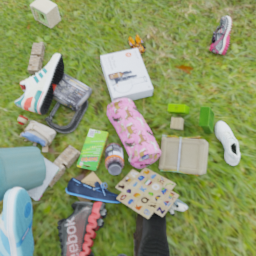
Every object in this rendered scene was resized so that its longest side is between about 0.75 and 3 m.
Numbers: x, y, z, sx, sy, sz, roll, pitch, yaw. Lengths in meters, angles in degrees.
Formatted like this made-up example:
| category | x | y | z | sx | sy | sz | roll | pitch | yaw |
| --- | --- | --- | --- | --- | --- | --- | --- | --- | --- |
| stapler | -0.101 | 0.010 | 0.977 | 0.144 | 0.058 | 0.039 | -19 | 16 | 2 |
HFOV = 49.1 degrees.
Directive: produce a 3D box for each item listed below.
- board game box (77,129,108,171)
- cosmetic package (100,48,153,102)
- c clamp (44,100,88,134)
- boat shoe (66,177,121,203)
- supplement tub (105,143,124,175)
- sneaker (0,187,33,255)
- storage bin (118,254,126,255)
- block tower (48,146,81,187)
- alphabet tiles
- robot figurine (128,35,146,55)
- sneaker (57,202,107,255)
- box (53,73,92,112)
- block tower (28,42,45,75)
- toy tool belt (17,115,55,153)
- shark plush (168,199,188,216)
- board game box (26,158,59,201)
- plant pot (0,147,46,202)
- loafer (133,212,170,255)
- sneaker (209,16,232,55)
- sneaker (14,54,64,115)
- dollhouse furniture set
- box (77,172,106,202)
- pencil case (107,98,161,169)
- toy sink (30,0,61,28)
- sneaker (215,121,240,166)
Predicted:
| category | x | y | z | sx | sy | sz | roll | pitch | yaw |
| --- | --- | --- | --- | --- | --- | --- | --- | --- | --- |
| board game box | -1.367 | 0.850 | 10.870 | 0.786 | 0.247 | 1.645 | 11 | 61 | 11 |
| cosmetic package | -0.103 | -2.294 | 12.273 | 1.760 | 0.603 | 2.335 | -14 | 65 | -10 |
| c clamp | -2.723 | -0.819 | 11.723 | 1.923 | 0.305 | 2.251 | 16 | 61 | 2 |
| boat shoe | -1.161 | 2.165 | 9.766 | 1.964 | 0.826 | 0.674 | 14 | 75 | -6 |
| supplement tub | -0.512 | 1.151 | 10.193 | 0.683 | 0.683 | 1.276 | -4 | 30 | -2 |
| sneaker | -3.994 | 3.045 | 8.532 | 1.909 | 2.924 | 1.163 | 8 | 20 | 6 |
| storage bin | -0.484 | 4.844 | 8.566 | 1.711 | 0.802 | 1.157 | -33 | 68 | -16 |
| block tower | -2.504 | 1.399 | 10.486 | 0.447 | 0.479 | 1.656 | 34 | 67 | 16 |
| alphabet tiles | 0.613 | 2.138 | 9.415 | 1.947 | 0.062 | 1.620 | 25 | 51 | 31 |
| robot figurine | 0.409 | -3.885 | 13.232 | 0.760 | 0.305 | 1.048 | -18 | 65 | -7 |
| sneaker | -1.746 | 3.703 | 8.999 | 1.445 | 1.045 | 2.957 | 15 | 62 | 7 |
| box | -2.478 | -1.517 | 11.754 | 1.504 | 0.363 | 1.191 | 30 | 59 | 9 |
| block tower | -4.181 | -3.158 | 12.788 | 0.476 | 0.445 | 1.648 | 2 | 63 | 0 |
| toy tool belt | -3.641 | 0.256 | 10.735 | 1.566 | 0.978 | 0.962 | 25 | 80 | -7 |
| shark plush | 1.471 | 2.542 | 10.064 | 0.570 | 0.622 | 1.368 | -26 | 45 | -36 |
| board game box | -3.333 | 1.743 | 10.188 | 1.359 | 0.176 | 1.359 | 26 | 76 | 27 |
| plant pot | -3.809 | 1.423 | 9.067 | 1.854 | 1.893 | 1.893 | -7 | 57 | -42 |
| loafer | 0.677 | 3.639 | 8.913 | 1.043 | 1.020 | 2.859 | 22 | 48 | -11 |
| sneaker | 4.378 | -4.441 | 13.207 | 0.803 | 0.867 | 2.150 | 11 | 64 | 8 |
| sneaker | -3.509 | -1.899 | 11.098 | 1.361 | 1.025 | 2.911 | 11 | 62 | 3 |
| dollhouse furniture set | 2.295 | 0.514 | 10.879 | 1.715 | 1.314 | 2.618 | 4 | 81 | 23 |
| box | -1.445 | 2.232 | 10.264 | 1.015 | 0.108 | 0.829 | -37 | 69 | -16 |
| pencil case | 0.166 | 0.154 | 10.757 | 1.144 | 1.196 | 2.764 | -41 | 63 | 27 |
| toy sink | -4.210 | -5.758 | 13.819 | 1.456 | 0.949 | 0.816 | 34 | 69 | 15 |
| sneaker | 3.909 | 0.482 | 10.804 | 0.648 | 0.738 | 1.843 | -11 | 62 | -4 |
